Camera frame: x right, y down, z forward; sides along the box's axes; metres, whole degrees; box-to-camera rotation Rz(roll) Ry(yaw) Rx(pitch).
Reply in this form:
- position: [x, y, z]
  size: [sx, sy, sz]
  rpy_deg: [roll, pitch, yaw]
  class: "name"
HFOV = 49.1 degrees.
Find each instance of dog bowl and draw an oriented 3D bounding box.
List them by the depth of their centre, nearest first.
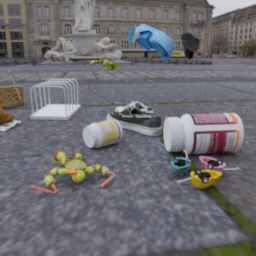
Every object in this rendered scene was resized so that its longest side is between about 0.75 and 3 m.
- position: [1.294, -4.399, 14.152]
  size: [2.614, 0.648, 1.457]
  rpy_deg: [38, -3, 37]
  class: "dog bowl"

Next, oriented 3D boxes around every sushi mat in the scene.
- position: [-3.503, -1.349, 8.642]
  size: [0.055, 0.915, 0.438]
  rpy_deg: [-21, 29, -18]
  class: "sushi mat"

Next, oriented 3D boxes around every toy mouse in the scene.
- position: [1.815, 1.073, 7.364]
  size: [1.946, 0.376, 1.729]
  rpy_deg: [-4, 17, -14]
  class: "toy mouse"

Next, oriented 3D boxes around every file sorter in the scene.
- position: [-3.532, -1.463, 13.785]
  size: [1.768, 1.586, 2.547]
  rpy_deg: [1, 17, 4]
  class: "file sorter"

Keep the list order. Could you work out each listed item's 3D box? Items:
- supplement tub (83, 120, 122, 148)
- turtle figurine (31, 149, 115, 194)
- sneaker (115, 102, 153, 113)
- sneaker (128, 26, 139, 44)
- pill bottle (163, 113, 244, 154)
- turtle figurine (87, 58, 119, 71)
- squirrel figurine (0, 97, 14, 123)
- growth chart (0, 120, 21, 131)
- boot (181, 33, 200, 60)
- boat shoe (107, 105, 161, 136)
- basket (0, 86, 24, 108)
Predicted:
- position: [-0.855, 0.205, 9.460]
  size: [1.144, 0.832, 0.832]
  rpy_deg: [-12, 21, -38]
  class: "supplement tub"
- position: [-1.484, 0.998, 7.127]
  size: [2.028, 0.653, 1.635]
  rpy_deg: [-7, 18, -23]
  class: "turtle figurine"
- position: [0.310, -0.814, 12.889]
  size: [2.344, 0.830, 0.856]
  rpy_deg: [15, 22, 41]
  class: "sneaker"
- position: [0.280, -4.131, 12.662]
  size: [0.396, 0.418, 1.034]
  rpy_deg: [-8, 53, 35]
  class: "sneaker"
- position: [2.303, 0.187, 8.806]
  size: [2.208, 1.261, 1.261]
  rpy_deg: [-1, 17, -5]
  class: "pill bottle"
- position: [-0.799, -2.519, 11.057]
  size: [1.406, 0.453, 1.134]
  rpy_deg: [9, 13, -33]
  class: "turtle figurine"
- position: [-5.939, -1.046, 11.345]
  size: [1.472, 1.942, 2.080]
  rpy_deg: [-5, 14, 12]
  class: "squirrel figurine"
- position: [-5.345, -0.051, 11.532]
  size: [1.306, 0.160, 1.804]
  rpy_deg: [8, 20, 26]
  class: "growth chart"
- position: [2.397, -2.897, 10.559]
  size: [0.539, 0.962, 1.391]
  rpy_deg: [-11, 38, 7]
  class: "boot"
- position: [0.222, -0.450, 11.522]
  size: [2.867, 0.913, 1.014]
  rpy_deg: [15, 22, 41]
  class: "boat shoe"
- position: [-6.730, -1.800, 15.580]
  size: [1.602, 1.194, 1.144]
  rpy_deg: [-13, 21, -35]
  class: "basket"
